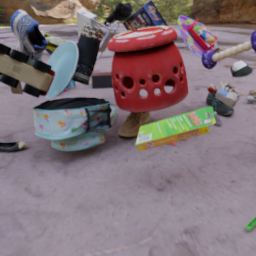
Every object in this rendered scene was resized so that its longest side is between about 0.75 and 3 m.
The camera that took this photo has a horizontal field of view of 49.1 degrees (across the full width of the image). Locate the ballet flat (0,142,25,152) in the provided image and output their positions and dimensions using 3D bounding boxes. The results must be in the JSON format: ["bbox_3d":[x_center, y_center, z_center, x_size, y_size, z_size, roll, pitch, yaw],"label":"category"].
[{"bbox_3d":[-4.396,0.629,10.042,1.366,0.388,0.454,-2,26,-5],"label":"ballet flat"}]

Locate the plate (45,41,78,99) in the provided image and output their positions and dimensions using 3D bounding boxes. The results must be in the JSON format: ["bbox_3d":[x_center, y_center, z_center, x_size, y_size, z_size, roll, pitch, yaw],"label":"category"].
[{"bbox_3d":[-2.439,-2.087,10.236,0.289,2.258,2.258,21,8,-42],"label":"plate"}]

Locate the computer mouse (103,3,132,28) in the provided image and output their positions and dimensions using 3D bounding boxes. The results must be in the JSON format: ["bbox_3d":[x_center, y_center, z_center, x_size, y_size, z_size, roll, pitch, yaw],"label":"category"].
[{"bbox_3d":[-0.293,-5.109,12.617,0.481,1.264,1.826,45,37,-6],"label":"computer mouse"}]

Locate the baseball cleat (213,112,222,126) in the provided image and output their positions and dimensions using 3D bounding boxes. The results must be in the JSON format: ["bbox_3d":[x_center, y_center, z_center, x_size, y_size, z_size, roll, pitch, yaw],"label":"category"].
[{"bbox_3d":[3.775,-0.418,12.081,0.301,0.459,0.863,-17,23,-5],"label":"baseball cleat"}]

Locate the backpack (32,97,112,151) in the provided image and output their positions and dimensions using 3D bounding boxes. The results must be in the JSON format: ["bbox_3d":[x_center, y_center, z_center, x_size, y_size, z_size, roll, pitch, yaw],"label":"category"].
[{"bbox_3d":[-2.027,-0.177,9.741,2.414,1.851,2.122,-4,11,-43],"label":"backpack"}]

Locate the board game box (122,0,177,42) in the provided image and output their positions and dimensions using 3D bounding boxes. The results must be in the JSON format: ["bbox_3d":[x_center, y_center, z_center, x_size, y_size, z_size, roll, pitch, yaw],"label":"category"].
[{"bbox_3d":[0.870,-4.412,12.693,0.488,1.912,2.823,-42,16,-10],"label":"board game box"}]

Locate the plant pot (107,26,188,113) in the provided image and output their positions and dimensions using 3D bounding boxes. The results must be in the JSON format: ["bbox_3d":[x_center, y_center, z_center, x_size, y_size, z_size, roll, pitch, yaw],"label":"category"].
[{"bbox_3d":[0.702,-2.242,10.230,2.799,2.549,2.799,-8,24,4],"label":"plant pot"}]

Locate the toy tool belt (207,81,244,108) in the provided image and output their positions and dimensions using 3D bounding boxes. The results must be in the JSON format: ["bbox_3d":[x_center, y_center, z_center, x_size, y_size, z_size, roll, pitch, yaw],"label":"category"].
[{"bbox_3d":[3.087,-1.157,8.856,1.007,0.629,0.619,37,72,14],"label":"toy tool belt"}]

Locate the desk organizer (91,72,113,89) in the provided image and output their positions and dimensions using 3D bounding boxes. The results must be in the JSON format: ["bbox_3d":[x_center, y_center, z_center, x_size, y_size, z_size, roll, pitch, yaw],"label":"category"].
[{"bbox_3d":[-1.064,-2.874,16.674,2.237,0.802,0.861,-3,24,-7],"label":"desk organizer"}]

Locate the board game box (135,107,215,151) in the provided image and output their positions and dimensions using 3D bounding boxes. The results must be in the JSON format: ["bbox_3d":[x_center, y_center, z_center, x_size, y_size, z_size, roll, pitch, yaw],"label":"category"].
[{"bbox_3d":[1.271,0.013,7.560,2.130,0.319,1.018,-19,24,21],"label":"board game box"}]

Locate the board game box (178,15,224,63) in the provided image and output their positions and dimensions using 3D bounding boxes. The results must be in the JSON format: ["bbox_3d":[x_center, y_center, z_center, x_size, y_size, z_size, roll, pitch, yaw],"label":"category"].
[{"bbox_3d":[3.020,-3.666,11.098,2.485,0.484,1.963,4,64,-39],"label":"board game box"}]

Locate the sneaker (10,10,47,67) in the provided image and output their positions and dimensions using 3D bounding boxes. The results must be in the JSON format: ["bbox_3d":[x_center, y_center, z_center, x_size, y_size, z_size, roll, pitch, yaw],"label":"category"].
[{"bbox_3d":[-3.092,-2.630,9.098,0.934,2.194,0.845,29,61,15],"label":"sneaker"}]

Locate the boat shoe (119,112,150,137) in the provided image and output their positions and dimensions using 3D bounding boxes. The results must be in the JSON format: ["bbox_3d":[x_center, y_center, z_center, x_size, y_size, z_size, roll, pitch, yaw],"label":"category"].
[{"bbox_3d":[0.262,-0.364,11.611,0.849,0.768,2.382,10,28,19],"label":"boat shoe"}]

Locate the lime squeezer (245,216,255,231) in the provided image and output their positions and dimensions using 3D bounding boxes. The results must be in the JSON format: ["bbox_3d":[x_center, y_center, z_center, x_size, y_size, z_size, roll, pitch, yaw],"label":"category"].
[{"bbox_3d":[3.964,1.706,7.362,0.550,1.031,2.918,35,72,25],"label":"lime squeezer"}]

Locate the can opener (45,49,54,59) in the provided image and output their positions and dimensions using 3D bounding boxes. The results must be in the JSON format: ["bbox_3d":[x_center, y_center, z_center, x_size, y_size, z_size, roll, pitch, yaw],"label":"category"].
[{"bbox_3d":[-3.261,-3.312,12.407,0.629,0.507,1.599,3,38,-48],"label":"can opener"}]

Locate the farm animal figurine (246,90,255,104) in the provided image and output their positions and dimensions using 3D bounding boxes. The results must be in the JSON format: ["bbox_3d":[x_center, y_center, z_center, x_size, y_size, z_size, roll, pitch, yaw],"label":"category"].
[{"bbox_3d":[6.801,-1.651,14.289,1.326,0.699,1.341,13,29,25],"label":"farm animal figurine"}]

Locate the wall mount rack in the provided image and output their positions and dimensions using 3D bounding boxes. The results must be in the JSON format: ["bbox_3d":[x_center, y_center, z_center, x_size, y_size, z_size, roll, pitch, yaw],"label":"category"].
[{"bbox_3d":[-1.245,-3.783,11.653,0.717,1.923,1.671,40,24,8],"label":"wall mount rack"}]

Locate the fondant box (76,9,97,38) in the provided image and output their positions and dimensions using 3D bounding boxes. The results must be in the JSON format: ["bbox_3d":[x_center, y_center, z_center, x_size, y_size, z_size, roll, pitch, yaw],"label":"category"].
[{"bbox_3d":[-2.086,-5.102,14.288,1.093,1.515,0.441,34,55,27],"label":"fondant box"}]

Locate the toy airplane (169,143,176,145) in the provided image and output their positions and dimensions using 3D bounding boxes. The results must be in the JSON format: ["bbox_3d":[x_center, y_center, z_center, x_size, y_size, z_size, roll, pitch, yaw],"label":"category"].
[{"bbox_3d":[1.723,0.398,10.750,0.960,0.177,0.960,2,28,-1],"label":"toy airplane"}]

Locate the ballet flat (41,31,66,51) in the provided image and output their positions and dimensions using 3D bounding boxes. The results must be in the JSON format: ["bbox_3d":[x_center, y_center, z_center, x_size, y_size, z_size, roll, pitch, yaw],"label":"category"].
[{"bbox_3d":[-3.344,-3.555,11.271,2.130,0.712,0.714,10,-9,-36],"label":"ballet flat"}]

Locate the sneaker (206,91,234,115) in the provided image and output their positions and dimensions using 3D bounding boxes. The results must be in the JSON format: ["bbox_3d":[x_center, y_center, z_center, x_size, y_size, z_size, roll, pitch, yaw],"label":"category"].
[{"bbox_3d":[4.344,-1.277,13.397,0.811,0.853,2.152,-5,28,-13],"label":"sneaker"}]

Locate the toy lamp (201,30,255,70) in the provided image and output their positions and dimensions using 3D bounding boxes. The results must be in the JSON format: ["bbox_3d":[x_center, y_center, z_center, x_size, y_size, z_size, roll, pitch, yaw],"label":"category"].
[{"bbox_3d":[3.373,-2.397,8.535,0.730,0.730,2.509,-16,7,-29],"label":"toy lamp"}]

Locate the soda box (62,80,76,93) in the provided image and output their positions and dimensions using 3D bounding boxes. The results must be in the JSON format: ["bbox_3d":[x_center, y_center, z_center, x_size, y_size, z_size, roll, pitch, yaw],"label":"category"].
[{"bbox_3d":[-3.827,-2.429,15.878,0.643,0.679,2.003,13,29,24],"label":"soda box"}]

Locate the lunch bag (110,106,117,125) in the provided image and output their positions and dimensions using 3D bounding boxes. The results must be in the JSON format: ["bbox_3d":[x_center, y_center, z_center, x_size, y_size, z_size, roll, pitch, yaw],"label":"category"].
[{"bbox_3d":[-1.077,-0.566,12.291,1.111,0.534,1.386,2,26,4],"label":"lunch bag"}]

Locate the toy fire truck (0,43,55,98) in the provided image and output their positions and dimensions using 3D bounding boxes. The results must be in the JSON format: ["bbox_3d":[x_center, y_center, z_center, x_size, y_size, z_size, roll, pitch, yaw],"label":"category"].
[{"bbox_3d":[-3.443,-1.630,9.194,1.962,1.434,2.229,23,3,-6],"label":"toy fire truck"}]

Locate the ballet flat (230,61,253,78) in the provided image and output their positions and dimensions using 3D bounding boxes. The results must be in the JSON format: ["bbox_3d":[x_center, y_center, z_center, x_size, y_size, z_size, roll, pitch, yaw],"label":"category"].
[{"bbox_3d":[3.981,-2.090,10.091,0.542,0.545,1.595,-29,4,7],"label":"ballet flat"}]

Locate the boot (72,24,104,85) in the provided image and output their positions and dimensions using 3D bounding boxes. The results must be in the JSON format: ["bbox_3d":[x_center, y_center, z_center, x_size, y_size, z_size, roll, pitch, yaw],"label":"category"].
[{"bbox_3d":[-1.713,-2.834,11.012,1.006,2.105,2.787,16,8,-19],"label":"boot"}]
